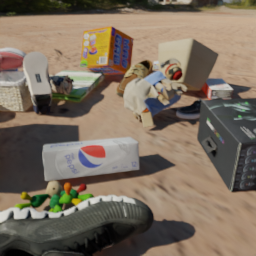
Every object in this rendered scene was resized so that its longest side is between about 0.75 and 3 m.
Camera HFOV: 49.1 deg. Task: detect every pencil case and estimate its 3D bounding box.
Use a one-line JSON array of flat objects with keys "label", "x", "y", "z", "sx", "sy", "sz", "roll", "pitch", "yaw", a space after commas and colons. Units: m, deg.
[{"label": "pencil case", "x": -2.763, "y": -1.668, "z": 10.259, "sx": 1.576, "sy": 0.705, "sz": 0.613, "roll": 12, "pitch": 15, "yaw": 25}]

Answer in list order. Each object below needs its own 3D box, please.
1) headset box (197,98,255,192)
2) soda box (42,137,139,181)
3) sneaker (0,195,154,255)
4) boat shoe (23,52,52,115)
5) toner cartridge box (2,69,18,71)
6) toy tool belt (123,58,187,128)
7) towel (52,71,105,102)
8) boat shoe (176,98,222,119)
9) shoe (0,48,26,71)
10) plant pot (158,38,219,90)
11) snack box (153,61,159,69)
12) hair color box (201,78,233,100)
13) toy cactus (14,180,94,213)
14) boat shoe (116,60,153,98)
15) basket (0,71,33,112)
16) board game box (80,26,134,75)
[{"label": "headset box", "x": 3.072, "y": 0.251, "z": 6.498, "sx": 2.628, "sy": 1.219, "sz": 2.288, "roll": -3, "pitch": 27, "yaw": -5}, {"label": "soda box", "x": -0.801, "y": 0.642, "z": 6.124, "sx": 2.019, "sy": 0.640, "sz": 0.689, "roll": -5, "pitch": 10, "yaw": -13}, {"label": "sneaker", "x": -0.835, "y": 1.696, "z": 4.113, "sx": 2.544, "sy": 0.846, "sz": 1.151, "roll": -6, "pitch": 30, "yaw": -3}, {"label": "boat shoe", "x": -3.039, "y": -1.475, "z": 9.414, "sx": 0.840, "sy": 1.043, "sz": 2.250, "roll": -4, "pitch": 54, "yaw": -19}, {"label": "toner cartridge box", "x": -5.300, "y": -1.676, "z": 10.556, "sx": 2.277, "sy": 1.081, "sz": 0.491, "roll": -5, "pitch": 28, "yaw": -8}, {"label": "toy tool belt", "x": 1.053, "y": -0.987, "z": 8.626, "sx": 2.248, "sy": 1.404, "sz": 1.382, "roll": -33, "pitch": 62, "yaw": -13}, {"label": "towel", "x": -2.386, "y": -1.746, "z": 11.579, "sx": 2.174, "sy": 0.447, "sz": 2.914, "roll": 4, "pitch": 29, "yaw": 13}, {"label": "boat shoe", "x": 2.382, "y": -0.692, "z": 9.143, "sx": 1.707, "sy": 0.565, "sz": 0.597, "roll": -6, "pitch": 27, "yaw": -13}, {"label": "shoe", "x": -4.695, "y": -2.149, "z": 9.666, "sx": 2.306, "sy": 0.824, "sz": 1.049, "roll": 0, "pitch": 46, "yaw": -6}, {"label": "plant pot", "x": 2.172, "y": -2.308, "z": 10.770, "sx": 1.705, "sy": 1.511, "sz": 1.707, "roll": 13, "pitch": -2, "yaw": -38}, {"label": "snack box", "x": 1.672, "y": -3.330, "z": 14.818, "sx": 0.651, "sy": 0.242, "sz": 0.915, "roll": 3, "pitch": 27, "yaw": 6}, {"label": "hair color box", "x": 3.428, "y": -1.515, "z": 10.918, "sx": 0.822, "sy": 0.474, "sz": 1.483, "roll": 1, "pitch": 25, "yaw": 2}, {"label": "toy cactus", "x": -1.400, "y": 1.273, "z": 5.223, "sx": 1.419, "sy": 0.726, "sz": 1.171, "roll": -16, "pitch": 20, "yaw": -13}, {"label": "boat shoe", "x": 0.304, "y": -2.021, "z": 11.110, "sx": 1.057, "sy": 1.032, "sz": 2.795, "roll": 16, "pitch": 32, "yaw": 12}, {"label": "basket", "x": -4.069, "y": -1.293, "z": 9.744, "sx": 1.380, "sy": 1.110, "sz": 1.368, "roll": 3, "pitch": 27, "yaw": 5}, {"label": "board game box", "x": -0.929, "y": -3.337, "z": 12.418, "sx": 1.624, "sy": 1.622, "sz": 1.623, "roll": 6, "pitch": 0, "yaw": 36}]
